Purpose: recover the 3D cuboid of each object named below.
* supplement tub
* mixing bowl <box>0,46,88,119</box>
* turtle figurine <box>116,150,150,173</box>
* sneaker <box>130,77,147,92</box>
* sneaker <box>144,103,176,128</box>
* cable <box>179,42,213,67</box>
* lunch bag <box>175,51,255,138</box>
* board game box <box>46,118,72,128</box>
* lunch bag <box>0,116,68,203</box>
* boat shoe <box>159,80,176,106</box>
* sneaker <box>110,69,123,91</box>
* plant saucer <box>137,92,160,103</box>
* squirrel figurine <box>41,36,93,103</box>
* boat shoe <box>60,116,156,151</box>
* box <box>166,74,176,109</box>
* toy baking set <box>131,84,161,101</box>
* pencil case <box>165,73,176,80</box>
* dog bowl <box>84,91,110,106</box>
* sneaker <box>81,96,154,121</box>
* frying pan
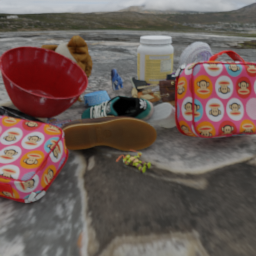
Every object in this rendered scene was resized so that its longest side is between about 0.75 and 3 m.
[{"bbox_3d":[1.354,-3.280,14.107,1.789,2.461,1.789,0,24,0],"label":"supplement tub"},{"bbox_3d":[-2.925,-1.331,9.505,2.820,1.527,2.820,17,38,-14],"label":"mixing bowl"},{"bbox_3d":[0.161,0.911,7.365,0.749,0.299,0.928,26,24,30],"label":"turtle figurine"},{"bbox_3d":[0.551,-2.204,13.870,0.693,0.488,1.305,-22,38,5],"label":"sneaker"},{"bbox_3d":[0.825,-0.227,9.569,2.036,0.750,1.176,-11,-20,33],"label":"sneaker"},{"bbox_3d":[2.639,-2.694,11.035,1.424,1.424,0.493,-43,52,2],"label":"cable"},{"bbox_3d":[2.867,-1.019,8.462,2.942,2.591,1.205,-1,1,-21],"label":"lunch bag"},{"bbox_3d":[-2.295,-0.037,9.422,1.154,0.356,1.153,-10,27,-22],"label":"board game box"},{"bbox_3d":[-2.826,0.749,6.542,2.405,0.985,2.118,10,42,15],"label":"lunch bag"},{"bbox_3d":[2.395,-1.488,9.619,2.838,0.998,0.999,-15,5,-18],"label":"boat shoe"},{"bbox_3d":[-0.484,-2.089,12.055,0.493,1.198,0.443,-8,58,-3],"label":"sneaker"},{"bbox_3d":[0.867,-1.434,12.740,1.166,0.218,1.166,0,25,0],"label":"plant saucer"},{"bbox_3d":[-2.341,-2.192,12.001,1.880,2.479,2.656,-6,-6,17],"label":"squirrel figurine"},{"bbox_3d":[-0.610,0.095,8.283,2.808,0.988,0.987,2,14,-9],"label":"boat shoe"},{"bbox_3d":[2.963,-1.363,11.022,2.958,0.680,2.351,-1,38,11],"label":"box"},{"bbox_3d":[0.949,-1.559,12.625,1.649,0.250,2.149,-1,26,-6],"label":"toy baking set"},{"bbox_3d":[2.388,-2.358,13.800,0.722,0.665,1.563,21,15,17],"label":"pencil case"},{"bbox_3d":[-1.322,-1.233,11.461,0.901,0.400,1.616,-18,14,-17],"label":"dog bowl"},{"bbox_3d":[-0.551,-0.571,9.039,2.592,0.925,1.036,-10,-17,24],"label":"sneaker"},{"bbox_3d":[-3.546,-0.346,8.851,1.570,0.423,2.596,24,1,5],"label":"frying pan"}]
